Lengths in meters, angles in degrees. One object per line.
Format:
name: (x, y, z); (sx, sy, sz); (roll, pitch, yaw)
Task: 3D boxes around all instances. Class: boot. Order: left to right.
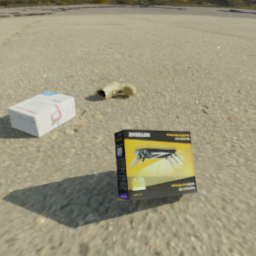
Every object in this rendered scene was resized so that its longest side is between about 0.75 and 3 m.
boot: (-0.680, -1.996, 15.522); (1.896, 0.690, 1.474); (20, 35, 33)

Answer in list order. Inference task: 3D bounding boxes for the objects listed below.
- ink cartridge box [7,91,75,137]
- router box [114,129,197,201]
ink cartridge box: (-3.913, -0.710, 12.871); (1.766, 1.034, 2.444); (16, 32, 27)
router box: (0.839, 1.061, 8.302); (2.462, 1.936, 0.643); (1, -12, -30)
